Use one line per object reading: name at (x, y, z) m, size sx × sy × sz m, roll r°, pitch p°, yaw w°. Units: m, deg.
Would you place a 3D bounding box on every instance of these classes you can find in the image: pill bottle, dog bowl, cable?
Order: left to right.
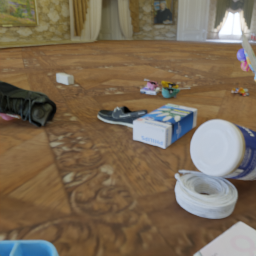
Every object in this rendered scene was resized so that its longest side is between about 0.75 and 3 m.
dog bowl at (-1.565, 1.862, 3.769) m, size 1.347 × 0.334 × 0.751 m, roll 0°, pitch 21°, yaw -1°
cable at (1.448, 1.245, 5.271) m, size 1.125 × 0.390 × 1.125 m, roll 4°, pitch 22°, yaw 5°
pill bottle at (2.241, 0.509, 5.676) m, size 1.895 × 1.053 × 1.053 m, roll 13°, pitch 10°, yaw -39°

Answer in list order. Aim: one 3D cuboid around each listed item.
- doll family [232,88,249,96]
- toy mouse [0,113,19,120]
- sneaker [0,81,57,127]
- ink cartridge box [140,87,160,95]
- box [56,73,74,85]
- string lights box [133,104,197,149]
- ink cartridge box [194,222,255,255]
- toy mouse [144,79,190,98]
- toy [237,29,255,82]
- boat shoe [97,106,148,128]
doll family at (5.083, -1.711, 12.805) m, size 0.522 × 0.379 × 0.840 m, roll -8°, pitch 23°, yaw -18°
toy mouse at (-4.658, -0.672, 9.790) m, size 2.392 × 0.463 × 2.126 m, roll 13°, pitch 20°, yaw 6°
sneaker at (-3.464, -0.758, 8.851) m, size 2.736 × 1.046 × 1.567 m, roll 10°, pitch 11°, yaw -45°
ink cartridge box at (1.050, -1.760, 13.218) m, size 0.753 × 0.165 × 0.760 m, roll 9°, pitch 25°, yaw 21°
box at (-3.405, -2.642, 15.080) m, size 0.388 × 0.466 × 1.135 m, roll -19°, pitch 30°, yaw -41°
string lights box at (1.154, -0.113, 8.397) m, size 1.062 × 0.610 × 2.067 m, roll 15°, pitch 26°, yaw 33°
ink cartridge box at (1.623, 2.085, 2.984) m, size 1.750 × 0.614 × 2.153 m, roll -15°, pitch 22°, yaw -35°
toy mouse at (1.513, -1.727, 12.604) m, size 2.132 × 0.413 × 1.895 m, roll 20°, pitch 26°, yaw 19°
toy at (3.234, -1.736, 7.510) m, size 0.380 × 1.610 × 0.927 m, roll -24°, pitch 32°, yaw 35°
boat shoe at (-0.189, -0.451, 9.294) m, size 1.855 × 0.627 × 0.666 m, roll 10°, pitch 25°, yaw 28°
